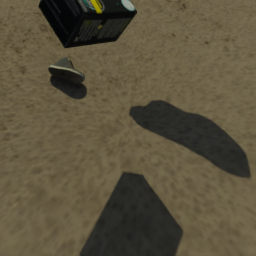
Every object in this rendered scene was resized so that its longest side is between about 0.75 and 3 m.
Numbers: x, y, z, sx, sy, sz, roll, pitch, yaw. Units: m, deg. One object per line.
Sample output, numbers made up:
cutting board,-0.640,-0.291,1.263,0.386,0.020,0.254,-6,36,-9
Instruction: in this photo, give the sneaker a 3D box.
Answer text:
sneaker,-1.825,-1.897,8.895,1.303,0.487,0.692,20,55,18

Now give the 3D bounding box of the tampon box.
tampon box,-0.875,-2.660,6.246,1.627,1.027,1.219,-26,79,-44
